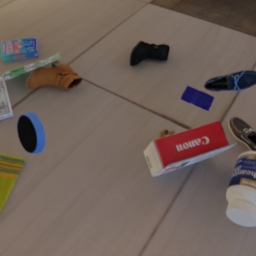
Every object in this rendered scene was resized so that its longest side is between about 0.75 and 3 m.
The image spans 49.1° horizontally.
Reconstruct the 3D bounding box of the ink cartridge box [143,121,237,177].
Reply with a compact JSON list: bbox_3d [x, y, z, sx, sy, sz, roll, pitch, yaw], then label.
[{"bbox_3d":[2.052,0.686,9.691,2.529,2.220,1.060,-16,75,-13],"label":"ink cartridge box"}]

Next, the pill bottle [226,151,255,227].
[{"bbox_3d":[4.036,2.010,9.324,1.284,1.284,2.313,22,54,17],"label":"pill bottle"}]

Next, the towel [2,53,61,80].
[{"bbox_3d":[-4.576,-2.927,13.275,2.743,0.321,2.092,-27,19,-16],"label":"towel"}]

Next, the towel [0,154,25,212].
[{"bbox_3d":[-4.628,2.029,10.017,1.042,0.219,2.422,7,51,7],"label":"towel"}]

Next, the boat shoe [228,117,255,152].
[{"bbox_3d":[4.906,0.324,11.051,0.884,0.763,2.434,-18,53,-14],"label":"boat shoe"}]

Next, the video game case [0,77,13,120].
[{"bbox_3d":[-6.619,-1.122,12.535,2.416,0.305,2.651,-19,53,-15],"label":"video game case"}]

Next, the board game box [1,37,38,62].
[{"bbox_3d":[-5.788,-4.199,14.980,1.822,0.410,1.386,-12,52,-9],"label":"board game box"}]

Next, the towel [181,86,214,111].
[{"bbox_3d":[2.077,-0.871,8.435,0.914,0.226,0.675,25,50,12],"label":"towel"}]

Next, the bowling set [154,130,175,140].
[{"bbox_3d":[1.509,0.284,11.173,1.174,0.630,0.817,-7,51,-6],"label":"bowling set"}]

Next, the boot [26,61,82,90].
[{"bbox_3d":[-3.450,-2.179,13.179,1.748,0.863,2.251,37,52,22],"label":"boot"}]

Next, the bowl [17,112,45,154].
[{"bbox_3d":[-2.750,0.160,7.856,0.236,1.204,1.204,-16,47,-45],"label":"bowl"}]

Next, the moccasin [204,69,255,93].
[{"bbox_3d":[3.723,-1.574,10.158,1.945,0.783,0.663,-11,12,39],"label":"moccasin"}]

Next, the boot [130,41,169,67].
[{"bbox_3d":[1.150,-3.761,14.366,1.730,0.786,2.059,13,46,15],"label":"boot"}]
